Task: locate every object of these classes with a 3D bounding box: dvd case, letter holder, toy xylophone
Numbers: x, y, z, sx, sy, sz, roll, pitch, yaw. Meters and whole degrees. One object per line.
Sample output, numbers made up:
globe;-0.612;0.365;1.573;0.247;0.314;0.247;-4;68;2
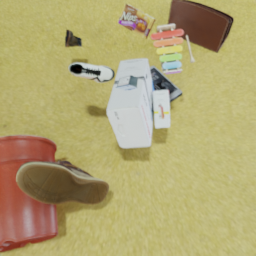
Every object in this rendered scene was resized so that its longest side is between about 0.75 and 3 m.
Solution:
dvd case;1.041;-1.586;10.965;1.335;0.220;1.777;-33;65;-19
letter holder;3.109;-4.683;11.916;2.525;1.794;1.270;28;63;16
toy xylophone;1.364;-2.360;8.425;1.143;0.392;1.561;-16;82;1

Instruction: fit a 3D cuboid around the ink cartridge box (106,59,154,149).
ink cartridge box;0.181;-0.743;8.356;0.956;1.631;2.227;-5;46;14

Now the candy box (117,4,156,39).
candy box;0.250;-3.347;8.776;1.108;0.646;0.313;38;28;21

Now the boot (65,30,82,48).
boot;-1.968;-3.289;10.321;0.658;1.357;0.507;-2;93;-16

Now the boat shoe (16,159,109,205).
boat shoe;-1.696;1.325;7.220;0.964;2.678;0.966;31;97;45

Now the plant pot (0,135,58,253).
plant pot;-3.097;1.890;7.663;2.624;2.624;2.552;-12;68;-7

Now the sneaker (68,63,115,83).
sneaker;-1.061;-1.570;7.998;1.359;0.544;0.501;7;99;1

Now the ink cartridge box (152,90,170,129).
ink cartridge box;1.054;-0.599;8.732;0.467;0.812;1.119;-2;100;11
